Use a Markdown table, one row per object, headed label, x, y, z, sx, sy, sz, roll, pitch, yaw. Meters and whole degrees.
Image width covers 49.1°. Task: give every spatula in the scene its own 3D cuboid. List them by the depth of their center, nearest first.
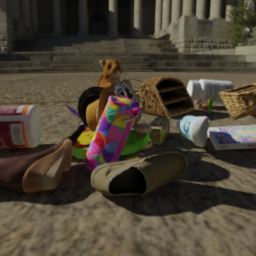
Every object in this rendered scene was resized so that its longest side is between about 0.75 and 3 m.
| label | x | y | z | sx | sy | sz | roll | pitch | yaw |
| --- | --- | --- | --- | --- | --- | --- | --- | --- | --- |
| spatula | -1.807 | -0.562 | 13.059 | 2.991 | 0.307 | 0.845 | 15 | -25 | 29 |

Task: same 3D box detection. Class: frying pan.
| label | x | y | z | sx | sy | sz | roll | pitch | yaw |
| --- | --- | --- | --- | --- | --- | --- | --- | --- | --- |
| frying pan | -1.120 | -0.148 | 9.197 | 1.564 | 2.586 | 0.421 | 24 | -21 | -22 |

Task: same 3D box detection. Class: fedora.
| label | x | y | z | sx | sy | sz | roll | pitch | yaw |
| --- | --- | --- | --- | --- | --- | --- | --- | --- | --- |
| fedora | -0.800 | -0.383 | 8.603 | 0.728 | 1.786 | 1.786 | -2 | 14 | 19 |

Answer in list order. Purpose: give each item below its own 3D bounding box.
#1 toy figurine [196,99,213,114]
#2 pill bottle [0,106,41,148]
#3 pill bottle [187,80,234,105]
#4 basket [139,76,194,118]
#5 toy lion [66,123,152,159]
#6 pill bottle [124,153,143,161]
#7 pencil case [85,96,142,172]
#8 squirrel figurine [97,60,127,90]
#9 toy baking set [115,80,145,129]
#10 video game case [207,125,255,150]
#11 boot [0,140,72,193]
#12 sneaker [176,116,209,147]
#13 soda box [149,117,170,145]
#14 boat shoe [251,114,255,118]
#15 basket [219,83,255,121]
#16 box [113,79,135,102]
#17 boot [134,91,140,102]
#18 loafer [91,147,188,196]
| label | x | y | z | sx | sy | sz | roll | pitch | yaw |
| --- | --- | --- | --- | --- | --- | --- | --- | --- | --- |
| toy figurine | 3.981 | -1.181 | 14.780 | 0.757 | 0.822 | 0.617 | 11 | 13 | 34 |
| pill bottle | -4.321 | -0.020 | 9.346 | 2.508 | 1.432 | 1.432 | -1 | 15 | -4 |
| pill bottle | 4.882 | -2.154 | 16.759 | 2.482 | 1.407 | 1.407 | 4 | 15 | -2 |
| basket | 2.165 | -1.779 | 15.042 | 2.013 | 1.929 | 2.702 | 13 | 20 | 43 |
| toy lion | -0.727 | 0.426 | 9.227 | 2.422 | 0.831 | 2.321 | 10 | 25 | 31 |
| pill bottle | 0.212 | 0.986 | 7.269 | 0.540 | 0.540 | 0.988 | 10 | 18 | 33 |
| pencil case | -0.409 | 0.184 | 7.125 | 0.924 | 2.090 | 0.924 | 20 | 24 | -9 |
| squirrel figurine | -1.177 | -2.682 | 16.811 | 2.094 | 2.762 | 2.959 | -6 | 16 | -22 |
| toy baking set | -0.026 | -0.766 | 9.500 | 1.254 | 1.634 | 0.190 | 28 | -8 | -14 |
| video game case | 4.458 | 0.276 | 9.938 | 2.964 | 0.267 | 2.123 | -4 | 14 | 9 |
| boot | -2.535 | 0.831 | 7.196 | 1.928 | 0.839 | 2.318 | 4 | 19 | 2 |
| sneaker | 2.140 | 0.071 | 9.558 | 1.110 | 1.002 | 2.710 | 8 | 0 | 18 |
| soda box | 1.127 | 0.075 | 10.520 | 0.579 | 0.613 | 1.810 | 5 | 16 | 19 |
| boat shoe | 6.527 | -0.833 | 14.117 | 1.719 | 0.605 | 0.604 | 0 | 18 | -34 |
| basket | 5.197 | -1.397 | 11.933 | 1.995 | 1.486 | 1.424 | -14 | -19 | -13 |
| box | -0.391 | -1.040 | 11.024 | 0.393 | 1.359 | 1.710 | 45 | -5 | 15 |
| boot | 0.269 | -2.062 | 18.849 | 2.480 | 0.897 | 2.063 | 0 | 3 | 4 |
| loafer | 0.386 | 1.092 | 6.371 | 2.384 | 0.906 | 0.804 | -15 | 19 | -15 |
